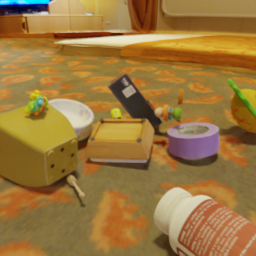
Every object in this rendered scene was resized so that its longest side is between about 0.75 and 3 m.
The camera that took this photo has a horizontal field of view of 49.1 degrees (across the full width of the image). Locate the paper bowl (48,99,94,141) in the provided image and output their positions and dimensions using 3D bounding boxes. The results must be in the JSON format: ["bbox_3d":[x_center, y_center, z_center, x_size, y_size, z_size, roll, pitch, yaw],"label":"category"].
[{"bbox_3d":[-2.371,-0.175,10.688,2.010,1.045,2.010,10,33,-7],"label":"paper bowl"}]

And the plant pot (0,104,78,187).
[{"bbox_3d":[-2.625,0.605,8.428,2.036,1.977,1.990,23,33,32],"label":"plant pot"}]

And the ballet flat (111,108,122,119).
[{"bbox_3d":[-0.419,-0.179,10.935,0.492,1.473,0.494,-14,57,-4],"label":"ballet flat"}]

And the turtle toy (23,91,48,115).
[{"bbox_3d":[-2.664,-0.714,8.266,0.470,0.678,0.930,26,20,-9],"label":"turtle toy"}]

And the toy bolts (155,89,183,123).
[{"bbox_3d":[1.540,-0.777,10.523,0.943,1.299,1.360,6,-12,11],"label":"toy bolts"}]

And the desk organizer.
[{"bbox_3d":[0.304,-1.044,11.250,0.878,2.450,0.943,-34,16,14],"label":"desk organizer"}]

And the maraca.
[{"bbox_3d":[4.607,-0.822,10.747,1.420,2.654,1.820,-39,29,17],"label":"maraca"}]

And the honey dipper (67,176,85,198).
[{"bbox_3d":[-1.438,1.652,7.819,0.240,0.240,1.261,-13,18,-25],"label":"honey dipper"}]

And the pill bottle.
[{"bbox_3d":[1.719,2.212,5.545,1.363,1.363,2.430,-20,32,-36],"label":"pill bottle"}]

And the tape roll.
[{"bbox_3d":[2.269,0.406,9.777,1.724,0.733,1.724,-6,16,2],"label":"tape roll"}]

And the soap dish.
[{"bbox_3d":[-0.271,0.382,9.618,2.159,0.877,1.699,1,34,13],"label":"soap dish"}]
